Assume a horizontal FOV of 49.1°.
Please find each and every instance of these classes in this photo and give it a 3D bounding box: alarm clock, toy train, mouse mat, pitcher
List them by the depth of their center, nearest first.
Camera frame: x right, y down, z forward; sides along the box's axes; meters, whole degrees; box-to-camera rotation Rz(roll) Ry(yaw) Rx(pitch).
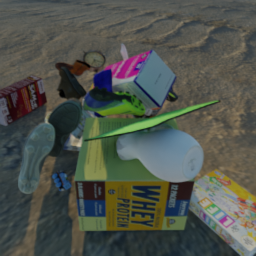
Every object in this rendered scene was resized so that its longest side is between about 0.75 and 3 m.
[{"bbox_3d":[0.894,0.426,6.578,1.610,1.138,1.877,-35,32,-31],"label":"pitcher"},{"bbox_3d":[0.606,-0.171,7.123,2.981,0.112,2.399,-20,5,-36],"label":"mouse mat"},{"bbox_3d":[-2.114,1.673,8.937,0.437,0.332,0.766,-30,44,-11],"label":"toy train"},{"bbox_3d":[-1.543,-2.929,12.924,1.030,0.508,1.526,-7,62,-16],"label":"alarm clock"}]

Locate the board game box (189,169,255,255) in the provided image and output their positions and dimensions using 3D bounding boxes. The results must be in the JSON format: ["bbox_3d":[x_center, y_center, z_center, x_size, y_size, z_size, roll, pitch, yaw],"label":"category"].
[{"bbox_3d":[2.921,2.341,8.083,1.646,0.419,2.449,-22,40,-28],"label":"board game box"}]

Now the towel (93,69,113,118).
[{"bbox_3d":[-0.869,-1.131,9.400,0.372,1.502,1.109,-1,-6,-29],"label":"towel"}]

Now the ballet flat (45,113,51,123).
[{"bbox_3d":[-2.808,-0.121,10.857,0.908,0.818,2.410,20,25,-15],"label":"ballet flat"}]

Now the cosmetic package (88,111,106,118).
[{"bbox_3d":[-1.250,-0.064,10.492,0.958,1.152,0.964,-6,33,-2],"label":"cosmetic package"}]

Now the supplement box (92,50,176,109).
[{"bbox_3d":[0.106,-1.537,10.107,2.742,1.417,1.387,-5,51,52],"label":"supplement box"}]

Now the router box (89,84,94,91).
[{"bbox_3d":[-1.223,-1.926,12.644,1.237,0.323,0.973,-24,34,38],"label":"router box"}]

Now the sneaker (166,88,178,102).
[{"bbox_3d":[1.425,-1.718,10.597,0.748,0.683,1.848,-33,54,3],"label":"sneaker"}]

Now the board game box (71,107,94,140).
[{"bbox_3d":[-1.623,-0.161,9.532,0.915,0.294,0.675,-50,58,4],"label":"board game box"}]

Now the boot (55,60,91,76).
[{"bbox_3d":[-2.241,-2.453,11.221,1.174,0.427,1.247,24,-14,-23],"label":"boot"}]

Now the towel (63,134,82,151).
[{"bbox_3d":[-1.601,0.377,11.067,2.208,0.263,1.622,3,35,5],"label":"towel"}]

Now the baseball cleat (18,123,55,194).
[{"bbox_3d":[-2.753,0.768,8.147,0.764,2.191,1.166,19,9,-26],"label":"baseball cleat"}]

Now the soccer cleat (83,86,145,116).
[{"bbox_3d":[-0.409,-0.674,8.560,2.098,0.878,0.678,10,44,-36],"label":"soccer cleat"}]

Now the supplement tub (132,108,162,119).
[{"bbox_3d":[0.790,-0.861,11.371,0.998,1.628,0.998,4,72,-13],"label":"supplement tub"}]

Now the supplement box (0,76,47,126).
[{"bbox_3d":[-4.857,-1.267,12.514,0.742,1.326,2.437,19,40,27],"label":"supplement box"}]

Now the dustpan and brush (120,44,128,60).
[{"bbox_3d":[-0.041,-2.441,12.512,0.730,2.551,1.781,-39,37,-20],"label":"dustpan and brush"}]

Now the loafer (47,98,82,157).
[{"bbox_3d":[-1.977,-0.096,8.433,0.844,2.350,0.739,29,37,-10],"label":"loafer"}]

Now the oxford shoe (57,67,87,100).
[{"bbox_3d":[-2.245,-1.569,10.097,0.879,0.757,2.083,-39,41,2],"label":"oxford shoe"}]

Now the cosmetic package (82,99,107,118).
[{"bbox_3d":[-1.427,-0.770,12.049,0.778,0.929,0.773,-23,38,-38],"label":"cosmetic package"}]

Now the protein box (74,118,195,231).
[{"bbox_3d":[0.101,1.250,8.250,2.875,1.940,2.854,0,34,-2],"label":"protein box"}]
